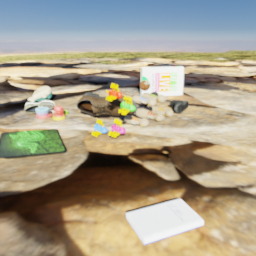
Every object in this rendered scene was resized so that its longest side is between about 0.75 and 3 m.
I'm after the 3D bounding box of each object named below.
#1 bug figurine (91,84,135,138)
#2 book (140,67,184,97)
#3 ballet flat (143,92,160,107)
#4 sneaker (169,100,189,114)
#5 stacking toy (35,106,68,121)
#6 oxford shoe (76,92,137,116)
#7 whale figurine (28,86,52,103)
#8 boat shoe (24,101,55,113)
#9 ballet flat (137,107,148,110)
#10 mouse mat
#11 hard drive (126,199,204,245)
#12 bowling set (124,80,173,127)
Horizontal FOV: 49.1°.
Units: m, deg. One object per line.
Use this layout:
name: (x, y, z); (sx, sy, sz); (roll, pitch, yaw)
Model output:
bug figurine: (-0.524, -0.501, 10.367); (1.624, 2.094, 0.539); (26, 4, 40)
book: (1.983, -2.756, 16.603); (2.558, 1.709, 0.615); (-5, 22, -13)
ballet flat: (1.224, -1.361, 13.554); (0.514, 0.602, 1.810); (10, -8, -14)
sneaker: (2.389, -1.083, 13.804); (0.864, 0.497, 1.656); (8, 20, 34)
stacking toy: (-3.455, -0.826, 12.859); (1.405, 0.593, 1.272); (3, 20, 9)
oxford shoe: (-0.984, -0.846, 12.149); (2.764, 1.004, 1.167); (5, 29, 22)
whale figurine: (-4.845, -1.731, 15.551); (1.092, 0.712, 1.372); (22, 52, 37)
boat shoe: (-4.202, -0.960, 13.279); (1.435, 0.513, 0.429); (-5, 41, 1)
ballet flat: (0.742, -0.754, 13.023); (0.390, 0.390, 1.087); (-14, 25, -35)
mouse mat: (-3.352, 0.474, 9.701); (2.073, 0.097, 2.576); (-4, 17, -20)
hard drive: (0.742, 1.901, 5.811); (1.343, 0.170, 0.886); (-8, 21, -22)
bowling set: (0.971, -1.092, 12.096); (1.338, 1.735, 2.493); (16, 28, 30)
